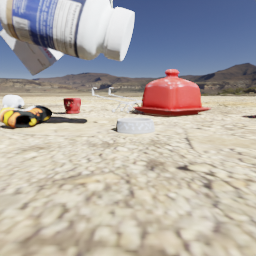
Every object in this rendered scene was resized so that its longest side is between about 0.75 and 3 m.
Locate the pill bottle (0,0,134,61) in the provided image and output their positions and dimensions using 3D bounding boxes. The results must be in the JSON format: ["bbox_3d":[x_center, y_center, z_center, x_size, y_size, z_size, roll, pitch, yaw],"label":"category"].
[{"bbox_3d":[-1.420,-2.660,6.962,2.957,1.641,1.641,17,9,3],"label":"pill bottle"}]

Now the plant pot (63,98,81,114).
[{"bbox_3d":[-2.558,-1.012,12.809,0.786,0.716,0.786,1,7,0],"label":"plant pot"}]

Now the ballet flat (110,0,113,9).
[{"bbox_3d":[-0.884,-3.458,8.714,0.729,2.072,0.698,18,43,-4],"label":"ballet flat"}]

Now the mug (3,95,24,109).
[{"bbox_3d":[-6.223,-1.292,15.096,0.935,0.788,1.067,6,40,29],"label":"mug"}]

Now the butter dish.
[{"bbox_3d":[1.916,-1.582,12.350,2.668,1.972,2.660,-6,9,-37],"label":"butter dish"}]

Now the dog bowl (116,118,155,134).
[{"bbox_3d":[0.184,-0.076,7.555,1.089,0.319,1.089,-1,8,0],"label":"dog bowl"}]

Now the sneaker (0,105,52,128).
[{"bbox_3d":[-2.901,-0.265,8.394,0.784,0.609,1.741,27,20,31],"label":"sneaker"}]

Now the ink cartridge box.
[{"bbox_3d":[-2.943,-3.095,9.617,0.956,1.658,2.285,-21,27,29],"label":"ink cartridge box"}]

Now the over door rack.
[{"bbox_3d":[-0.490,-1.336,14.214,2.340,0.780,1.729,27,19,22],"label":"over door rack"}]

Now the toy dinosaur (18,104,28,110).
[{"bbox_3d":[-3.965,-0.532,10.267,1.165,0.612,1.057,-15,-4,-24],"label":"toy dinosaur"}]
